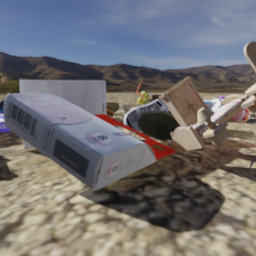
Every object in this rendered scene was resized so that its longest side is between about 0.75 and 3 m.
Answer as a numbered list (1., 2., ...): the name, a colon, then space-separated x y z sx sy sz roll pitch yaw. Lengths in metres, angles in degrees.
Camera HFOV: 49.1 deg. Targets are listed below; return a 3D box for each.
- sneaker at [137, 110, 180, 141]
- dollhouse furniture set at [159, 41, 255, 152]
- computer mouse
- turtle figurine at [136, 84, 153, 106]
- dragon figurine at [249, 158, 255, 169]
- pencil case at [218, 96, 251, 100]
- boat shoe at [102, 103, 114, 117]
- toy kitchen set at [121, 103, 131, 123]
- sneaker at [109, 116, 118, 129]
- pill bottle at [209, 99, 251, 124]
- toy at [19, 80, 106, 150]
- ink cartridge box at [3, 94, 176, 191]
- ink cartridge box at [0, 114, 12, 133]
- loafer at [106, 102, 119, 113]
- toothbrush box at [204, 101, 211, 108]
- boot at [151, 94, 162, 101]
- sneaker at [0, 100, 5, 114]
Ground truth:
1. sneaker: 1.181 -0.128 8.237 2.229 0.852 1.277 -1 9 -22
2. dollhouse furniture set: 1.475 -0.485 5.519 1.464 1.251 2.825 -35 0 -15
3. computer mouse: 0.951 -0.504 9.233 2.370 1.299 0.520 -23 -15 -8
4. turtle figurine: 0.912 -1.007 11.854 1.435 1.780 0.573 24 -38 -29
5. dragon figurine: 2.981 0.582 5.096 1.394 0.410 0.693 -1 9 -13
6. pencil case: 5.742 -1.181 14.365 2.178 1.006 0.927 -2 46 -2
7. boat shoe: -1.451 -0.992 12.294 0.746 0.745 2.118 -26 -28 33
8. toy kitchen set: 0.238 -0.616 10.184 0.733 0.663 0.812 -10 13 46
9. sneaker: -0.990 0.232 7.228 0.746 0.645 1.721 -29 -4 34
10. pill bottle: 3.181 -0.536 8.799 1.195 0.655 0.655 10 5 -24
11. toy: -1.764 -0.471 7.773 0.684 1.669 2.898 3 9 35
12. ink cartridge box: -0.534 -0.011 5.713 2.407 0.845 2.961 28 26 28
13. ink cartridge box: -4.260 -0.115 9.127 2.324 0.504 2.303 5 10 41
14. loafer: -1.215 -1.033 14.890 1.619 0.615 0.546 -6 6 30
15. toothbrush box: 3.527 -0.883 13.156 1.329 0.774 1.815 3 9 17
16. boot: 1.699 -1.082 13.511 1.277 1.062 0.462 -3 10 -20
17. sneaker: -4.000 -0.565 11.301 2.541 0.953 1.101 11 5 12
